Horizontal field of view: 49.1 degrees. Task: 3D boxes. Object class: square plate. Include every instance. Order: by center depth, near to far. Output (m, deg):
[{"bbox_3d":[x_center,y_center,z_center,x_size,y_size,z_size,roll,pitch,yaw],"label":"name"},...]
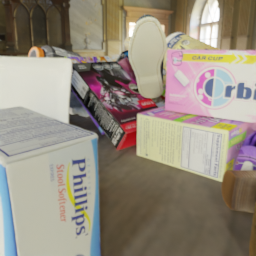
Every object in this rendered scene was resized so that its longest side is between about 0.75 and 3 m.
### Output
[{"bbox_3d":[-2.521,-0.510,6.678,2.325,2.347,0.334,2,-3,-1],"label":"square plate"}]

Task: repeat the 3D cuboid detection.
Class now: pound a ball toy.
[{"bbox_3d":[1.416,-2.098,13.414,0.788,1.209,1.854,12,27,23],"label":"pound a ball toy"}]

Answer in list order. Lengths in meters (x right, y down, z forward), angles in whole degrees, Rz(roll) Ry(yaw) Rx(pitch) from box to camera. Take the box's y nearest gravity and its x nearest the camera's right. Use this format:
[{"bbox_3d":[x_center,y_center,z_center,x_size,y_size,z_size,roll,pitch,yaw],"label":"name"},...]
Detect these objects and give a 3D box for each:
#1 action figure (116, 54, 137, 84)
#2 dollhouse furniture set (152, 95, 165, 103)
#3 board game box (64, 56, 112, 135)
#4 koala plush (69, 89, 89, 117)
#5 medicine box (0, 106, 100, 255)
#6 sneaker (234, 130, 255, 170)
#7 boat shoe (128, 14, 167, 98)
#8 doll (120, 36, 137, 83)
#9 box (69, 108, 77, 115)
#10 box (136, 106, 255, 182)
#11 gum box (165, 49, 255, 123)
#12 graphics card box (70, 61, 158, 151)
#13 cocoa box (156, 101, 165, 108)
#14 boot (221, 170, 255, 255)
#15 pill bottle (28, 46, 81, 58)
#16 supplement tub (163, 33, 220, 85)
[{"bbox_3d":[0.063,-1.423,10.448,1.801,2.419,1.620,-29,-4,23],"label":"action figure"},{"bbox_3d":[1.254,-1.204,10.801,0.558,1.083,1.071,-39,31,-1],"label":"dollhouse furniture set"},{"bbox_3d":[-0.736,-1.202,9.216,1.890,0.629,2.811,-15,59,-42],"label":"board game box"},{"bbox_3d":[-2.275,-1.234,9.914,2.273,2.016,2.089,-8,-9,-21],"label":"koala plush"},{"bbox_3d":[-1.239,0.776,3.278,0.972,1.721,1.889,-14,22,-40],"label":"medicine box"},{"bbox_3d":[2.894,0.448,5.598,1.022,1.058,2.535,13,20,37],"label":"sneaker"},{"bbox_3d":[0.532,-1.782,6.976,0.936,2.500,0.773,-8,56,9],"label":"boat shoe"},{"bbox_3d":[0.143,-2.239,11.442,0.698,2.881,1.966,-14,25,-42],"label":"doll"},{"bbox_3d":[-1.910,-1.006,11.298,1.298,0.633,0.807,-15,22,-39],"label":"box"},{"bbox_3d":[1.620,0.155,6.571,2.189,1.058,1.925,14,21,39],"label":"box"},{"bbox_3d":[1.949,-0.974,6.052,2.424,1.375,0.801,11,19,31],"label":"gum box"},{"bbox_3d":[-0.316,-0.769,7.916,1.760,0.714,2.806,-15,55,-41],"label":"graphics card box"},{"bbox_3d":[1.244,-0.589,9.823,0.554,0.545,0.831,-17,11,17],"label":"cocoa box"},{"bbox_3d":[2.453,1.240,3.486,1.948,0.962,2.509,5,9,2],"label":"boot"},{"bbox_3d":[-2.628,-2.395,10.163,0.987,0.987,1.859,14,8,40],"label":"pill bottle"},{"bbox_3d":[2.666,-2.206,10.874,2.972,2.146,2.146,36,34,30],"label":"supplement tub"}]
